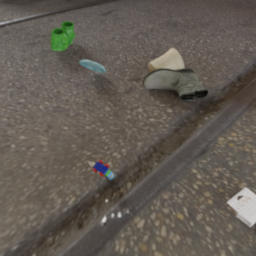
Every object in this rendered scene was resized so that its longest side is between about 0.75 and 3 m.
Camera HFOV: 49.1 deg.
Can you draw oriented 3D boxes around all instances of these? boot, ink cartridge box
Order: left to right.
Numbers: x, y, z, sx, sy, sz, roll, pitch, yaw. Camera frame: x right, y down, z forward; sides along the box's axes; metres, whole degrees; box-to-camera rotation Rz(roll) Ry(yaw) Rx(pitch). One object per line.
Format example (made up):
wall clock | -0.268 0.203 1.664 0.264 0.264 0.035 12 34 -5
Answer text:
boot | 1.994 -1.766 11.824 2.515 0.852 1.643 -9 44 -9
ink cartridge box | 3.160 2.072 7.389 0.878 0.196 0.774 -25 45 -29

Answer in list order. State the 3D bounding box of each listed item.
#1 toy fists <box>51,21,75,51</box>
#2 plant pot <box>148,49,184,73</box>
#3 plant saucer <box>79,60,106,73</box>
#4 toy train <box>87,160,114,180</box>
toy fists | -3.618 -5.038 15.685 0.787 1.167 2.288 20 40 1
plant pot | 1.665 -2.742 12.776 1.254 1.370 1.370 -24 43 -10
plant saucer | -1.616 -2.850 12.885 1.279 0.175 1.279 19 -1 0
toy train | -0.804 1.218 8.274 0.866 0.501 0.366 21 70 45
